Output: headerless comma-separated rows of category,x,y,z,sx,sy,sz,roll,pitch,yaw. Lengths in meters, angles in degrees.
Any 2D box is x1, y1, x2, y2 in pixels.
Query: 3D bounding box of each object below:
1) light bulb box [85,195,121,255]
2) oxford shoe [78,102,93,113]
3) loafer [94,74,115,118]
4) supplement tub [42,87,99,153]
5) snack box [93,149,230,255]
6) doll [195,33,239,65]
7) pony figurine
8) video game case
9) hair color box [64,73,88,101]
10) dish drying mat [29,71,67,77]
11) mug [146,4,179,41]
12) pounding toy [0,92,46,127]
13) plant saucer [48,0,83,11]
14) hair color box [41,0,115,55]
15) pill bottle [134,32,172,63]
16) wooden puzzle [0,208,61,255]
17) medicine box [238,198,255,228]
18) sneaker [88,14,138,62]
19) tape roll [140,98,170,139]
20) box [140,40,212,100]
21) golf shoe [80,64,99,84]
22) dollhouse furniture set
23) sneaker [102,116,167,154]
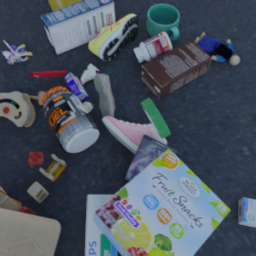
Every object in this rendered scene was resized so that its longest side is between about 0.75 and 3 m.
light bulb box,0.030,3.115,7.622,2.371,1.479,2.350,0,61,-6
oxford shoe,-1.359,-0.691,9.130,0.384,1.021,0.295,44,98,-1
loafer,-0.736,-1.104,10.130,0.547,0.626,1.740,-17,94,-43
supplement tub,-2.059,-0.324,9.709,1.329,1.329,2.169,-30,65,-16
snack box,0.812,2.122,6.844,2.590,0.876,2.184,-37,73,-29
doll,3.856,-3.327,11.877,2.003,0.485,1.367,41,69,20
pony figurine,-4.710,-3.109,11.667,1.042,0.868,1.006,-33,74,-33
video game case,0.700,1.194,8.897,1.177,0.156,1.648,26,105,18
hair color box,-2.004,-1.580,10.815,0.337,0.569,1.040,-38,65,10
dish drying mat,-3.068,-2.065,10.772,1.318,0.506,0.120,-10,90,-35
mug,1.477,-4.404,12.164,1.370,1.031,1.667,4,61,1
pounding toy,-4.015,-0.627,10.337,2.185,1.254,1.249,-5,88,8
plant saucer,-2.270,-5.852,13.218,2.572,0.623,2.573,-21,63,-12
hair color box,-2.021,-4.428,11.923,2.921,1.461,0.884,-27,61,-14
pill bottle,0.982,-3.204,11.307,1.419,0.802,0.802,-24,62,6
wooden puzzle,-3.488,3.670,7.337,2.722,0.680,2.938,17,73,-14
medicine box,3.851,2.619,8.585,0.816,0.420,0.743,10,62,6
sneaker,-0.613,-4.048,11.973,1.286,1.113,2.849,26,58,27
tape roll,0.659,-0.224,6.784,0.247,1.026,1.026,-30,64,3
box,1.874,-2.312,11.067,2.538,0.951,1.271,-29,65,-17
golf shoe,-1.536,-2.091,11.149,0.510,0.420,1.114,28,54,-3
dollhouse furniture set,-3.155,1.840,8.681,1.338,1.011,2.487,30,65,15
sneaker,0.288,0.138,9.613,2.342,0.882,1.224,40,80,10
